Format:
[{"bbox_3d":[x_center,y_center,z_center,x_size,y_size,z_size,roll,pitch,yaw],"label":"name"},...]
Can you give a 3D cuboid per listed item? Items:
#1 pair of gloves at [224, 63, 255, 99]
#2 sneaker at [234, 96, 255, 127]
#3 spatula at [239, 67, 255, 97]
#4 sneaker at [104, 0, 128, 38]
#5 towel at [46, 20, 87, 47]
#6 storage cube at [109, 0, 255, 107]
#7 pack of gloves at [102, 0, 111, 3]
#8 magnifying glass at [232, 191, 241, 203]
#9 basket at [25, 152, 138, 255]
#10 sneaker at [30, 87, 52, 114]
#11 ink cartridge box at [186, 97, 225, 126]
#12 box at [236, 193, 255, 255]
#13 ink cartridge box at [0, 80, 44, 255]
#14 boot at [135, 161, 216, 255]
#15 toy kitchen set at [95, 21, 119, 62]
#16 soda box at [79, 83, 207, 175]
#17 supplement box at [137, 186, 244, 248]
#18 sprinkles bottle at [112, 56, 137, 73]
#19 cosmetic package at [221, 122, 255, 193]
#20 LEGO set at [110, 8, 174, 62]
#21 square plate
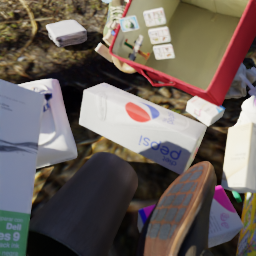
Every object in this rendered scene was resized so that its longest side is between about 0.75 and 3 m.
[{"bbox_3d":[3.658,-1.591,7.894,2.763,0.484,2.349,8,46,18],"label":"pair of gloves"},{"bbox_3d":[2.546,0.068,5.687,1.033,2.074,0.777,-32,59,20],"label":"sneaker"},{"bbox_3d":[3.189,-1.182,6.692,0.870,0.101,1.252,-33,35,18],"label":"spatula"},{"bbox_3d":[-0.420,-3.994,9.859,0.809,1.083,2.413,5,48,6],"label":"sneaker"},{"bbox_3d":[-2.100,-3.210,9.591,1.141,0.488,0.945,-24,54,-22],"label":"towel"},{"bbox_3d":[1.380,-2.020,6.235,2.260,2.643,2.376,27,9,22],"label":"storage cube"},{"bbox_3d":[-0.467,-5.596,11.969,1.279,0.252,1.074,-4,54,5],"label":"pack of gloves"},{"bbox_3d":[2.090,1.135,5.634,0.091,0.323,0.811,-26,35,19],"label":"magnifying glass"},{"bbox_3d":[-0.694,1.414,4.834,1.718,1.296,1.905,-23,21,44],"label":"basket"},{"bbox_3d":[-2.147,-0.493,6.557,0.538,0.459,1.221,9,53,1],"label":"sneaker"},{"bbox_3d":[1.977,-0.484,7.215,0.563,0.329,0.778,-32,57,-26],"label":"ink cartridge box"},{"bbox_3d":[3.135,1.541,4.716,2.069,1.262,1.993,16,50,16],"label":"box"},{"bbox_3d":[-2.315,0.820,4.476,1.143,1.984,2.719,18,52,-31],"label":"ink cartridge box"},{"bbox_3d":[0.875,1.982,3.927,1.454,1.120,2.999,40,60,-10],"label":"boot"},{"bbox_3d":[-0.547,-2.739,8.842,1.046,0.616,0.838,-53,28,8],"label":"toy kitchen set"},{"bbox_3d":[0.259,-0.068,6.231,2.691,0.919,0.854,26,30,18],"label":"soda box"},{"bbox_3d":[1.028,1.707,4.891,1.570,0.812,0.795,-13,53,-10],"label":"supplement box"},{"bbox_3d":[0.519,-2.922,8.977,0.977,0.977,2.864,18,51,16],"label":"sprinkles bottle"},{"bbox_3d":[1.765,0.461,4.239,0.361,0.511,0.987,20,71,-16],"label":"cosmetic package"},{"bbox_3d":[0.279,-1.829,5.651,1.285,0.960,0.315,2,39,34],"label":"LEGO set"},{"bbox_3d":[-2.874,-0.117,6.763,2.782,0.399,2.809,-14,52,-13],"label":"square plate"}]
